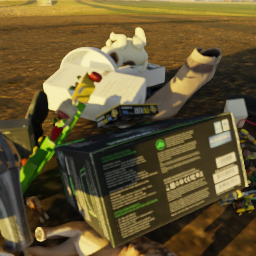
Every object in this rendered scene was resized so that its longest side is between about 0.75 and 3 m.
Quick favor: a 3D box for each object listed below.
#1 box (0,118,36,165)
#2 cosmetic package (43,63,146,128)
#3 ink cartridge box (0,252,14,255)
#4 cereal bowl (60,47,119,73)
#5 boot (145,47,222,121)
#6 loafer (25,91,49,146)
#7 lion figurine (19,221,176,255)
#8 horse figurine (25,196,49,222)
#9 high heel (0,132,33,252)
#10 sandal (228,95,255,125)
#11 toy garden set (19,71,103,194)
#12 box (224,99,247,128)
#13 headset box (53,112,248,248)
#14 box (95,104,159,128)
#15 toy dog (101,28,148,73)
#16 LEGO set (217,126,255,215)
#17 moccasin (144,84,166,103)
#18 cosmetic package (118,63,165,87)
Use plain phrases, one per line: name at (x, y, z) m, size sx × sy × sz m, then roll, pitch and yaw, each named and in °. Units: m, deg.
box at (-2.614, 0.333, 6.284) m, size 0.930 × 0.914 × 0.576 m, roll -5°, pitch 26°, yaw -8°
cosmetic package at (-0.950, -0.999, 8.259) m, size 2.701 × 1.000 × 1.373 m, roll 15°, pitch 44°, yaw 15°
ink cartridge box at (-1.984, 2.077, 3.068) m, size 2.607 × 0.656 × 1.420 m, roll 10°, pitch 27°, yaw 7°
cereal bowl at (-1.185, -1.740, 9.264) m, size 1.973 × 1.973 × 0.822 m, roll 7°, pitch 32°, yaw 13°
boot at (1.672, -1.437, 8.437) m, size 0.966 × 2.010 × 2.749 m, roll 44°, pitch 48°, yaw 15°
loafer at (-2.399, -0.260, 7.067) m, size 0.510 × 1.410 × 0.513 m, roll 7°, pitch -10°, yaw 33°
lion figurine at (-0.433, 1.648, 3.810) m, size 2.214 × 0.802 × 1.356 m, roll 16°, pitch 8°, yaw 41°
horse figurine at (-1.485, 1.286, 4.520) m, size 0.194 × 0.779 × 0.516 m, roll -35°, pitch 84°, yaw -21°
high heel at (-2.523, 0.824, 4.078) m, size 2.457 × 1.751 × 0.877 m, roll -5°, pitch 10°, yaw 21°
sandal at (3.915, -0.277, 8.144) m, size 2.349 × 0.529 × 0.882 m, roll 34°, pitch 46°, yaw 27°
toy garden set at (-1.491, -0.047, 5.721) m, size 0.507 × 2.119 × 2.542 m, roll 34°, pitch 29°, yaw -7°
box at (2.796, -0.354, 7.348) m, size 0.426 × 0.782 × 0.500 m, roll -7°, pitch 67°, yaw 10°
headset box at (0.132, 0.596, 4.615) m, size 2.176 × 1.159 × 2.499 m, roll -15°, pitch 4°, yaw -24°
box at (-0.013, -0.232, 5.390) m, size 0.976 × 0.241 × 0.780 m, roll -5°, pitch -11°, yaw -40°
toy dog at (-0.258, -2.735, 10.596) m, size 1.779 × 1.725 × 1.241 m, roll -25°, pitch 10°, yaw -26°
LEGO set at (1.982, 0.540, 5.079) m, size 1.349 × 1.016 × 1.754 m, roll -2°, pitch 51°, yaw -6°
moccasin at (0.727, -1.262, 9.784) m, size 1.399 × 0.477 × 0.563 m, roll -15°, pitch 39°, yaw -2°
cosmetic package at (0.092, -2.023, 11.261) m, size 2.843 × 0.720 × 1.173 m, roll -21°, pitch 33°, yaw -36°
